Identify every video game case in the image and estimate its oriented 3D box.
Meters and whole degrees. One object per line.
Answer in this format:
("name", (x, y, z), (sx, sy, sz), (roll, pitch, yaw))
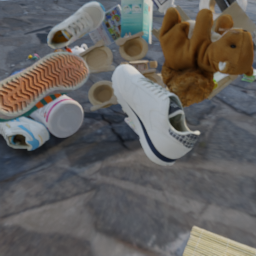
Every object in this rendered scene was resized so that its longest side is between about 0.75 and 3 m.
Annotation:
("video game case", (-0.847, -4.208, 11.844), (1.688, 1.209, 0.152), (-22, 22, 19))
("video game case", (0.644, -0.190, 10.377), (1.198, 0.137, 1.090), (-16, 37, -22))

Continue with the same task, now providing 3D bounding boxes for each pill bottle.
("pill bottle", (-2.814, -0.725, 10.083), (1.353, 1.353, 2.387), (-27, 42, -35))
("pill bottle", (1.127, -4.198, 9.193), (0.587, 1.057, 0.587), (-36, 4, 3))

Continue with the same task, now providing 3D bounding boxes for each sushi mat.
("sushi mat", (2.501, 2.995, 5.583), (2.863, 0.173, 1.370), (15, 35, 21))

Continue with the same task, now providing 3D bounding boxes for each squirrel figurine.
("squirrel figurine", (1.601, -1.360, 5.848), (1.436, 2.029, 1.894), (2, 28, -41))

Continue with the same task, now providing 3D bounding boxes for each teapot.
("teapot", (-2.636, -3.683, 14.671), (1.566, 1.159, 1.587), (-13, 34, -21))

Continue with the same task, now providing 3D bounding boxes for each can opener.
("can opener", (3.492, -3.438, 8.911), (0.578, 2.168, 0.725), (-33, 15, 20))

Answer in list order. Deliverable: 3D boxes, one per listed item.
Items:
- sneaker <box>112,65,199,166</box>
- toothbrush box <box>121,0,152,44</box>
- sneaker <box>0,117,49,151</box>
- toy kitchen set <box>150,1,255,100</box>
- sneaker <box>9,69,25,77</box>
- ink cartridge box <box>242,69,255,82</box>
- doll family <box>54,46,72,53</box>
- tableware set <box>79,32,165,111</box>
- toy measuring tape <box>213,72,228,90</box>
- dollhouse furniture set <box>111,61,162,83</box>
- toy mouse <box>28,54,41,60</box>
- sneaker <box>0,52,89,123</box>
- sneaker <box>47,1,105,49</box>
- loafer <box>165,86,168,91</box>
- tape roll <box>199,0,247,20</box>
("sneaker", (0.516, -0.485, 5.624), (0.935, 0.985, 2.448), (-8, 58, -41))
("toothbrush box", (0.335, -4.115, 10.229), (0.852, 1.997, 1.462), (5, 14, 16))
("sneaker", (-3.793, 0.102, 9.298), (2.280, 0.872, 0.921), (13, 36, 22))
("toy kitchen set", (2.678, -2.903, 9.404), (2.820, 2.301, 2.544), (49, 19, -2))
("sneaker", (-4.654, -1.543, 11.714), (1.130, 1.016, 2.747), (15, 41, 13))
("ink cartridge box", (6.059, -2.593, 13.831), (0.528, 0.301, 1.016), (26, 42, 33))
("doll family", (-2.199, -2.466, 9.499), (0.569, 0.413, 0.917), (42, 26, -10))
("tableware set", (-0.252, -1.759, 8.729), (2.323, 0.323, 2.781), (-17, 70, 2))
("toy measuring tape", (2.112, -1.440, 7.374), (2.586, 0.951, 0.951), (-33, 41, -8))
("dollhouse furniture set", (0.234, -2.156, 11.929), (2.337, 1.211, 1.035), (7, 24, 33))
("toy mouse", (-5.417, -4.128, 16.260), (0.716, 0.156, 0.806), (7, 34, 11))
("sneaker", (-2.263, -1.025, 6.955), (1.188, 1.061, 2.972), (-17, 15, 44))
("sneaker", (-1.891, -3.670, 10.286), (2.472, 0.946, 0.998), (-26, 30, 24))
("loafer", (1.456, -1.124, 11.232), (0.860, 0.776, 2.273), (-35, 3, 31))
("tape roll", (3.408, -4.444, 10.099), (1.588, 1.588, 0.555), (26, 16, 33))
